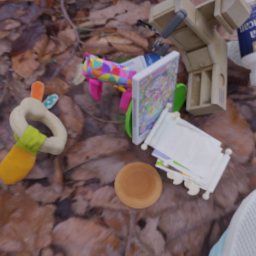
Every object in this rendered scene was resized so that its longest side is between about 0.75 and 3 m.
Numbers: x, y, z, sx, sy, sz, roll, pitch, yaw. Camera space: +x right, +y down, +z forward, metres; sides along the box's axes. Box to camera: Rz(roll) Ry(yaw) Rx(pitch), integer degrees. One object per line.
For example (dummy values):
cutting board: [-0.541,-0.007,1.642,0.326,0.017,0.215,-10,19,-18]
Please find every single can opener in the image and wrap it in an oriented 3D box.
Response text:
can opener: [1.027,-2.243,6.779,0.437,1.308,0.349,43,54,-5]

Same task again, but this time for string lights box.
string lights box: [0.406,-1.856,8.333,0.804,0.461,1.565,-13,10,33]

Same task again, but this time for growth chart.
growth chart: [1.473,0.637,7.229,2.269,0.201,1.642,37,88,7]

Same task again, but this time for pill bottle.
pill bottle: [3.730,-2.370,7.736,1.255,1.255,2.260,-8,87,-4]

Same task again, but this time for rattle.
rattle: [-2.860,0.069,8.244,1.702,1.867,2.614,4,38,-33]

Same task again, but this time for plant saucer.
plant saucer: [0.274,1.504,7.523,1.290,0.241,1.290,0,61,1]

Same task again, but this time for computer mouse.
computer mouse: [0.879,-3.121,8.761,1.199,0.263,0.658,4,22,-39]

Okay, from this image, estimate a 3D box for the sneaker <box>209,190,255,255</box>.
sneaker: [2.335,2.548,6.120,1.060,1.175,2.869,34,77,-5]

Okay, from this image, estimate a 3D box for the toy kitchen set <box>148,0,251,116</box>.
toy kitchen set: [2.043,-1.940,7.289,2.064,2.530,2.282,-10,65,44]

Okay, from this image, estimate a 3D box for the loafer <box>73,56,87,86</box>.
loafer: [-1.380,-1.704,8.273,0.382,0.345,1.011,0,58,52]

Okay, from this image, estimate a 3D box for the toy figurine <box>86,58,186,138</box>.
toy figurine: [0.028,-1.200,8.302,2.476,2.019,2.690,34,33,30]

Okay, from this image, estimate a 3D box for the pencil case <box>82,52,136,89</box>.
pencil case: [-0.470,-1.400,6.973,1.354,0.598,0.598,14,58,-24]

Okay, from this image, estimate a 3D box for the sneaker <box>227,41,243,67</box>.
sneaker: [4.116,-2.251,9.189,2.024,0.815,0.773,25,103,12]

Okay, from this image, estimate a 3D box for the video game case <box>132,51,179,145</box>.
video game case: [0.674,-0.695,7.082,0.190,2.110,1.511,34,55,30]
